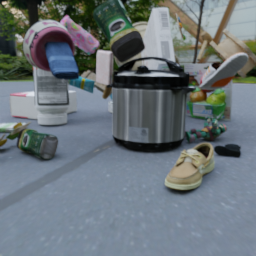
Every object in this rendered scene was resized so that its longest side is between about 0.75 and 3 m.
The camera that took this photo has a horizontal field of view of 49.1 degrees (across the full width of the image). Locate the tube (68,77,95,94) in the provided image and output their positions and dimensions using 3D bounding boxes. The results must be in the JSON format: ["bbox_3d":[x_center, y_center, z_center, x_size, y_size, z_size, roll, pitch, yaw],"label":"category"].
[{"bbox_3d":[-2.538,-2.229,13.364,1.925,0.745,0.485,18,50,0],"label":"tube"}]

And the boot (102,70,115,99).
[{"bbox_3d":[-0.765,-1.824,11.746,0.337,1.020,0.893,28,42,7],"label":"boot"}]

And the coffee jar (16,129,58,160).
[{"bbox_3d":[-2.682,0.442,8.173,1.380,0.720,0.589,12,-4,40],"label":"coffee jar"}]

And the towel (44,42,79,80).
[{"bbox_3d":[-1.972,-1.968,8.233,0.785,0.341,1.407,-4,54,-29],"label":"towel"}]

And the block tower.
[{"bbox_3d":[-1.516,-2.238,13.897,1.873,0.506,0.542,33,-14,31],"label":"block tower"}]

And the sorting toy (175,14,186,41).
[{"bbox_3d":[2.361,-4.434,12.505,0.167,0.839,1.135,-16,-29,17],"label":"sorting toy"}]

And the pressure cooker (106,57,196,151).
[{"bbox_3d":[0.719,-0.866,9.175,2.496,2.838,2.535,-5,13,-20],"label":"pressure cooker"}]

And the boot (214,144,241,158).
[{"bbox_3d":[2.967,0.631,8.337,0.803,0.297,0.658,11,18,15],"label":"boot"}]

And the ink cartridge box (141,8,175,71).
[{"bbox_3d":[1.095,-2.937,11.172,0.702,2.255,2.803,-4,-13,-6],"label":"ink cartridge box"}]

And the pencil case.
[{"bbox_3d":[-2.302,-4.210,12.855,1.963,0.858,0.858,35,-7,-32],"label":"pencil case"}]

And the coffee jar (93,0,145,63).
[{"bbox_3d":[-0.268,-2.851,8.253,0.980,1.880,0.802,-28,-26,7],"label":"coffee jar"}]

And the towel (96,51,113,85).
[{"bbox_3d":[-0.904,-2.299,10.718,0.210,1.247,1.305,-5,18,-28],"label":"towel"}]

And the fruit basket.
[{"bbox_3d":[3.743,-1.708,13.412,2.448,2.643,1.239,12,31,39],"label":"fruit basket"}]

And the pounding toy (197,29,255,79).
[{"bbox_3d":[3.802,-2.724,11.043,1.570,1.575,2.745,33,24,-34],"label":"pounding toy"}]

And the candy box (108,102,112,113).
[{"bbox_3d":[-0.125,-1.040,14.946,1.413,0.602,1.684,-5,14,-23],"label":"candy box"}]

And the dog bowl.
[{"bbox_3d":[-2.371,-2.449,8.663,1.600,1.600,0.590,-10,36,-38],"label":"dog bowl"}]

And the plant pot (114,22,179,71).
[{"bbox_3d":[1.082,-3.403,13.829,2.737,2.737,2.506,-8,42,-31],"label":"plant pot"}]

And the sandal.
[{"bbox_3d":[3.199,-1.986,9.421,0.875,0.654,2.283,2,-21,-15],"label":"sandal"}]

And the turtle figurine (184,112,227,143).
[{"bbox_3d":[2.791,0.027,9.744,1.736,0.874,1.299,-16,0,-4],"label":"turtle figurine"}]

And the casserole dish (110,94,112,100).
[{"bbox_3d":[0.175,-1.752,15.591,2.701,0.524,1.636,4,11,19],"label":"casserole dish"}]

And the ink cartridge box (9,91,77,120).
[{"bbox_3d":[-4.338,-1.282,14.680,2.094,1.183,2.858,6,14,23],"label":"ink cartridge box"}]

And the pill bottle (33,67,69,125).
[{"bbox_3d":[-3.350,-1.491,12.294,1.482,2.602,1.482,0,8,0],"label":"pill bottle"}]

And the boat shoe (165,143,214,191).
[{"bbox_3d":[1.462,0.833,6.542,0.773,0.693,2.088,8,15,30],"label":"boat shoe"}]

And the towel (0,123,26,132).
[{"bbox_3d":[-5.049,0.016,11.348,1.534,0.235,1.144,-2,11,1],"label":"towel"}]

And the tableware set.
[{"bbox_3d":[-3.890,0.356,8.146,1.386,0.316,2.058,-35,1,43],"label":"tableware set"}]
